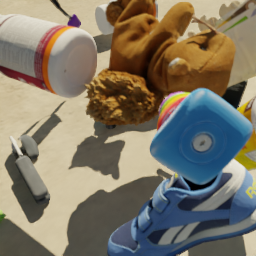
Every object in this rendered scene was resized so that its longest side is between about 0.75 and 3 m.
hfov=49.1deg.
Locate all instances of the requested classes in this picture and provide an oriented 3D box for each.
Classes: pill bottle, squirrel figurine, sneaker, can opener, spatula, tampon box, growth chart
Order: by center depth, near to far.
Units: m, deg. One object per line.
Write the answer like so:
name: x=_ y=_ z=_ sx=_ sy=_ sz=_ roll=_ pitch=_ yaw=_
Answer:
sneaker: x=0.690 y=1.256 z=4.307 sx=2.639 sy=1.085 sz=0.976 roll=-30 pitch=12 yaw=17
pill bottle: x=2.564 y=0.032 z=5.138 sx=1.267 sy=2.319 sz=1.267 roll=2 pitch=73 yaw=-7
pill bottle: x=-1.877 y=-1.496 z=5.522 sx=2.334 sy=1.279 sz=1.279 roll=21 pitch=50 yaw=23
squirrel figurine: x=0.595 y=-0.972 z=5.552 sx=2.975 sy=2.106 sz=2.777 roll=-43 pitch=37 yaw=3
growth chart: x=2.649 y=-1.967 z=6.260 sx=0.243 sy=2.738 sz=1.981 roll=-11 pitch=86 yaw=-45
can opener: x=-2.512 y=0.950 z=7.366 sx=0.748 sy=0.597 sz=2.236 roll=-29 pitch=54 yaw=-23
squirrel figurine: x=-0.106 y=-3.382 z=7.509 sx=1.362 sy=1.459 sz=1.032 roll=34 pitch=20 yaw=-8
spatula: x=-2.007 y=-3.591 z=8.569 sx=0.172 sy=1.670 sz=0.472 roll=24 pitch=79 yaw=38
tampon box: x=2.912 y=-1.778 z=9.314 sx=1.728 sy=1.456 sz=2.306 roll=12 pitch=48 yaw=11
pill bottle: x=-0.061 y=-5.049 z=12.378 sx=2.580 sy=1.414 sz=1.414 roll=-26 pitch=52 yaw=-22

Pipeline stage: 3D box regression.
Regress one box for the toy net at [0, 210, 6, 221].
toy net: x=-3.876 y=2.200 z=6.347 sx=1.916 sy=0.370 sz=1.005 roll=3 pitch=48 yaw=3

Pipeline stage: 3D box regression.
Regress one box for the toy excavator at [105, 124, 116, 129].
toy excavator: x=-0.650 y=-0.737 z=8.970 sx=1.348 sy=0.673 sz=1.311 roll=27 pitch=51 yaw=34

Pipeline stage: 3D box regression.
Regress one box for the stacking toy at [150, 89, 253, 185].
stacking toy: x=0.632 y=-0.122 z=3.142 sx=0.768 sy=0.813 sz=1.400 roll=33 pitch=17 yaw=-15
